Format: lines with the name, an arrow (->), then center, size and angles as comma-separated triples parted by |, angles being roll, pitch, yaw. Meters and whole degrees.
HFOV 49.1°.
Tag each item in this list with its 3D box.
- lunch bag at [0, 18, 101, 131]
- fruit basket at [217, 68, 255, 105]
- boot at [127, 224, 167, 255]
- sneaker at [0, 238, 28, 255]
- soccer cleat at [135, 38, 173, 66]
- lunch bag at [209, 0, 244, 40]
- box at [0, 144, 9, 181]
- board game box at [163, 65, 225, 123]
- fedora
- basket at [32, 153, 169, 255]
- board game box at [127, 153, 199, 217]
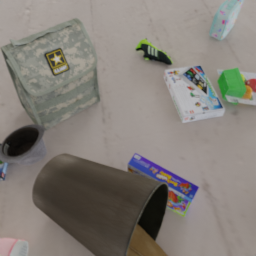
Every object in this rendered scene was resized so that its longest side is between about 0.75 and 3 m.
lunch bag -> -2.302, -1.691, 8.797 | 2.453, 2.991, 1.758 | -31, 59, -22
fruit basket -> 4.207, -1.418, 10.105 | 1.826, 0.856, 1.691 | 8, 52, -14
boot -> 0.235, 3.343, 6.441 | 2.024, 0.669, 1.773 | 35, 47, 16
sneaker -> -3.264, 3.592, 6.146 | 1.274, 0.918, 2.438 | 10, 47, 2
soccer cleat -> 1.039, -2.927, 11.309 | 1.699, 0.573, 0.688 | 41, 91, 19
lunch bag -> 4.231, -4.819, 12.076 | 0.702, 1.462, 1.823 | 29, 59, 19
box -> -4.492, 1.051, 8.421 | 1.690, 0.318, 1.154 | -3, 53, -2
board game box -> 2.311, -1.294, 10.109 | 1.471, 0.403, 2.331 | -9, 54, -7
fedora -> -3.000, 0.613, 8.353 | 1.650, 0.745, 1.460 | -4, 47, 27
basket -> -0.737, 1.838, 6.755 | 2.829, 2.551, 1.924 | 22, 30, 25
board game box -> 0.859, 1.542, 7.484 | 1.835, 1.234, 0.411 | 27, 58, 19
